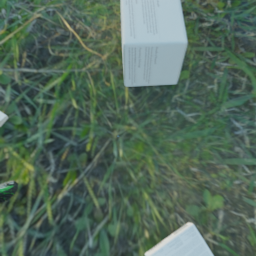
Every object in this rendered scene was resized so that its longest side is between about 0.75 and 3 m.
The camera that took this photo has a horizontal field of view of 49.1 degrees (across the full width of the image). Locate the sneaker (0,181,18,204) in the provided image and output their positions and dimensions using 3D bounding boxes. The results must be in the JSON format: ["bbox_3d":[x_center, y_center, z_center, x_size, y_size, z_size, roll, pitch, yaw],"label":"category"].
[{"bbox_3d":[-4.311,1.850,8.291,2.041,0.796,0.869,-11,64,-5],"label":"sneaker"}]

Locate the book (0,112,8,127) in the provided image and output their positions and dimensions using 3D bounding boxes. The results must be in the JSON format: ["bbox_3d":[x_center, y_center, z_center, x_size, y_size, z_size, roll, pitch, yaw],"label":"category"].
[{"bbox_3d":[-4.824,-0.371,9.711,1.114,0.268,0.744,29,66,18],"label":"book"}]

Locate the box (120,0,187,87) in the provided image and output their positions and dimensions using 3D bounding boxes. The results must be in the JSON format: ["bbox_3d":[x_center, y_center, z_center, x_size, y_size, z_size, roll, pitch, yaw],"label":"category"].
[{"bbox_3d":[0.780,-3.055,9.844,2.010,2.347,2.335,-3,64,0],"label":"box"}]

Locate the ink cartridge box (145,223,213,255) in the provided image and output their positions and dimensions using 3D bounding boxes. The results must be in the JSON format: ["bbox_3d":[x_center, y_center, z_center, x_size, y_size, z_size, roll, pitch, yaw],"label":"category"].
[{"bbox_3d":[1.621,3.856,7.575,1.565,0.487,1.944,-30,82,-14],"label":"ink cartridge box"}]
